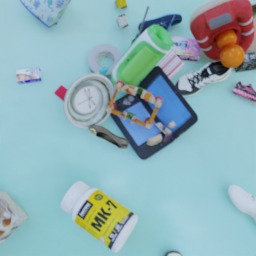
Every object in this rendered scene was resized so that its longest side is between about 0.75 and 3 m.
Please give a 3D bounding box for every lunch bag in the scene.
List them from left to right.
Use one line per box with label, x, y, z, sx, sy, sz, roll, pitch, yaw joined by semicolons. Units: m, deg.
lunch bag;-3.066;-4.764;10.227;1.616;1.030;1.374;37;119;-11

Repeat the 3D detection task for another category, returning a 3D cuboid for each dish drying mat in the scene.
dish drying mat;-2.132;-1.067;10.096;1.125;0.102;0.432;38;78;9

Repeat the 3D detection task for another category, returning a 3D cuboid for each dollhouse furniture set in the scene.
dollhouse furniture set;0.910;0.062;9.101;0.950;0.753;0.674;-22;55;-32

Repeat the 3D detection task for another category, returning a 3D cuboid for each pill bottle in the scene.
pill bottle;-0.834;2.442;7.911;1.998;1.142;1.142;30;76;16

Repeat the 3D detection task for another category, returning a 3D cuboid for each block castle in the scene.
block castle;0.201;-0.768;9.101;1.664;0.781;1.112;22;110;-1

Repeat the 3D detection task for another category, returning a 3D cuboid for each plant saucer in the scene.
plant saucer;-1.293;-0.883;9.027;1.847;1.847;0.463;-47;44;-12

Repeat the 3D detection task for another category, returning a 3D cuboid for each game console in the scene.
game console;0.707;-0.481;9.234;1.997;1.384;2.339;-31;76;-16

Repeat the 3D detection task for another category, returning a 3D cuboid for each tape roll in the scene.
tape roll;-0.831;-2.421;10.303;1.273;0.421;1.273;0;74;0

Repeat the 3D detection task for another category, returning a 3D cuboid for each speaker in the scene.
speaker;0.381;-2.199;9.100;1.017;2.299;1.017;23;47;-27

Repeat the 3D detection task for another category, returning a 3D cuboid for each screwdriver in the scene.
screwdriver;0.410;-3.273;9.471;0.353;2.531;0.368;19;66;-3

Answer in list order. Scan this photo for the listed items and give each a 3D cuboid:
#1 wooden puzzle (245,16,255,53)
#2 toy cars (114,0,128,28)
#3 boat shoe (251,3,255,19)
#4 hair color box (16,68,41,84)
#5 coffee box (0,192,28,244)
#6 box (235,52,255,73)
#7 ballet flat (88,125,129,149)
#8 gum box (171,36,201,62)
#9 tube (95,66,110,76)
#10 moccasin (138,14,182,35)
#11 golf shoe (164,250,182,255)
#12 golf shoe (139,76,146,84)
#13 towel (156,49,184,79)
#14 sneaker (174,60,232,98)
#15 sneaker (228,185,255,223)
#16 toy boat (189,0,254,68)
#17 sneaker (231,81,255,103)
wooden puzzle;5.275;-3.287;10.346;1.814;0.338;1.679;29;101;7
toy cars;-0.311;-4.383;10.635;0.398;0.806;1.798;-13;64;20
boat shoe;4.088;-4.043;10.585;2.408;0.758;0.878;-24;76;-6
hair color box;-3.635;-1.904;10.245;0.834;0.270;0.456;-9;75;-1
coffee box;-4.309;3.080;8.547;1.164;0.812;2.036;42;78;11
box;4.413;-2.389;10.134;0.898;0.735;0.387;-9;75;-2
ballet flat;-0.648;0.318;9.023;1.430;0.482;0.331;26;59;-3
gum box;2.065;-2.929;10.424;1.273;0.421;0.722;5;76;-1
tube;-1.201;-1.662;9.736;1.372;0.531;0.346;-38;91;12
moccasin;1.236;-3.803;10.602;1.698;0.683;0.579;-15;75;6
golf shoe;1.541;4.700;8.034;0.846;0.965;2.191;-10;73;-2
golf shoe;0.521;-2.009;10.201;0.697;0.561;1.434;-32;83;-21
towel;1.324;-2.388;10.146;0.942;0.193;1.288;-43;70;19
sneaker;2.622;-1.855;9.859;2.266;0.993;0.857;-27;78;-6
sneaker;4.019;2.411;8.607;1.940;0.858;0.730;45;46;10
toy boat;3.228;-2.819;9.136;1.866;2.859;1.869;-17;75;24
sneaker;4.298;-1.282;9.864;1.171;0.462;0.558;27;88;16
